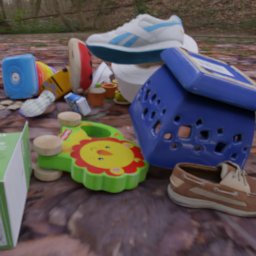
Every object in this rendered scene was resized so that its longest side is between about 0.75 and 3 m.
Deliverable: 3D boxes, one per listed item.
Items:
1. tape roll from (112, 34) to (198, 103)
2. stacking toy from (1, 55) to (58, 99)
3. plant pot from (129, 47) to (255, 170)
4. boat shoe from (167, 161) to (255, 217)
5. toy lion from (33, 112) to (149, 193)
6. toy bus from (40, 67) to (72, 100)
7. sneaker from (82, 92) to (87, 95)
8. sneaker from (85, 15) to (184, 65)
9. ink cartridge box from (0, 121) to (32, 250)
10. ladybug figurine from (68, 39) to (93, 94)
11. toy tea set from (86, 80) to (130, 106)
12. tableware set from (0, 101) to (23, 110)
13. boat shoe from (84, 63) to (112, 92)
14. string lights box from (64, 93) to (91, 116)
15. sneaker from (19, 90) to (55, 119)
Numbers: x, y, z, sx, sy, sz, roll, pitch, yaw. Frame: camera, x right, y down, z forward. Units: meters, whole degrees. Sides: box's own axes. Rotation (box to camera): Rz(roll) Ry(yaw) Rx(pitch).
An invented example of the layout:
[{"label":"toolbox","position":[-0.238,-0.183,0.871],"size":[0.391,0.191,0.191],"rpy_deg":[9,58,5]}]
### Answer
[{"label":"tape roll","position":[0.948,-2.092,9.665],"size":[2.946,1.030,2.946],"rpy_deg":[-9,47,10]},{"label":"stacking toy","position":[-3.574,-2.076,11.600],"size":[1.685,1.593,2.903],"rpy_deg":[-1,10,25]},{"label":"plant pot","position":[1.390,-0.405,5.725],"size":[2.092,1.881,2.092],"rpy_deg":[13,30,-18]},{"label":"boat shoe","position":[1.724,0.992,4.824],"size":[2.042,0.733,0.773],"rpy_deg":[2,23,6]},{"label":"toy lion","position":[-0.687,0.508,6.139],"size":[2.323,0.832,2.424],"rpy_deg":[8,23,1]},{"label":"toy bus","position":[-2.437,-1.945,11.385],"size":[0.982,0.816,2.508],"rpy_deg":[-32,12,23]},{"label":"sneaker","position":[-1.777,-1.757,11.836],"size":[0.561,0.477,1.230],"rpy_deg":[6,21,24]},{"label":"sneaker","position":[0.182,-2.659,8.460],"size":[2.955,1.194,1.131],"rpy_deg":[1,-11,9]},{"label":"ink cartridge box","position":[-2.120,0.806,4.715],"size":[0.661,1.158,2.231],"rpy_deg":[-3,23,-11]},{"label":"ladybug figurine","position":[-1.704,-2.185,9.991],"size":[0.785,2.183,1.481],"rpy_deg":[-3,-22,-13]},{"label":"toy tea set","position":[-0.356,-1.681,10.764],"size":[1.770,1.102,2.977],"rpy_deg":[10,24,22]},{"label":"tableware set","position":[-4.188,-0.787,9.921],"size":[1.012,0.117,0.845],"rpy_deg":[4,22,7]},{"label":"boat shoe","position":[-1.104,-1.968,11.538],"size":[0.787,0.886,2.408],"rpy_deg":[39,35,-15]},{"label":"string lights box","position":[-1.634,-0.771,9.044],"size":[0.287,0.500,0.974],"rpy_deg":[-38,35,-23]},{"label":"sneaker","position":[-2.896,-0.554,8.695],"size":[0.543,0.777,1.563],"rpy_deg":[46,30,-7]}]
